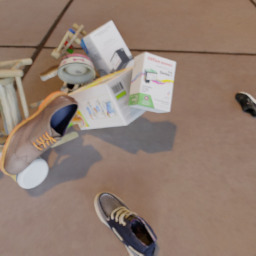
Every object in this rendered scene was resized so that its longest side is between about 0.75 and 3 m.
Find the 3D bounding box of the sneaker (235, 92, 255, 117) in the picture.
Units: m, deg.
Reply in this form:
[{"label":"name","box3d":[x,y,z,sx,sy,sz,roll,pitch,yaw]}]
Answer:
[{"label":"sneaker","box3d":[4.622,-0.916,10.912,0.585,0.506,1.336,-29,50,-20]}]

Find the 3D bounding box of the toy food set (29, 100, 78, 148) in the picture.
[{"label":"toy food set","box3d":[-2.266,-0.268,8.551,1.081,0.314,1.566,-27,83,-26]}]

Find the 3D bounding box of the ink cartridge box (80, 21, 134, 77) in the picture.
[{"label":"ink cartridge box","box3d":[-0.620,-2.536,10.662,1.056,2.522,1.830,-37,21,-12]}]

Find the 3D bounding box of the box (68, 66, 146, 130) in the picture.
[{"label":"box","box3d":[-0.691,-0.929,9.315,1.525,1.374,2.712,-37,19,-35]}]

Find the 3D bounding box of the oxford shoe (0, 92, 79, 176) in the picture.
[{"label":"oxford shoe","box3d":[-2.247,0.184,7.108,0.944,0.923,2.589,26,78,49]}]

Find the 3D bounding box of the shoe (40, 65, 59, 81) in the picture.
[{"label":"shoe","box3d":[-2.642,-1.927,9.722,0.330,0.252,0.943,28,52,35]}]

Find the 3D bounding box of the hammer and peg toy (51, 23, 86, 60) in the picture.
[{"label":"hammer and peg toy","box3d":[-2.158,-3.097,10.314,0.590,1.232,1.675,37,33,-19]}]

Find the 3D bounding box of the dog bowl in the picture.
[{"label":"dog bowl","box3d":[-1.742,-1.999,9.494,1.273,1.273,0.469,-4,67,-4]}]

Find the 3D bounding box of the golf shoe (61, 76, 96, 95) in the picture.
[{"label":"golf shoe","box3d":[-1.948,-1.859,11.199,0.909,1.037,2.355,10,54,14]}]

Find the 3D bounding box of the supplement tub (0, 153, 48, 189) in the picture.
[{"label":"supplement tub","box3d":[-3.171,1.082,8.419,1.342,0.971,0.971,32,52,30]}]

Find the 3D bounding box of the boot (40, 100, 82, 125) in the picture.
[{"label":"boot","box3d":[-2.256,-0.564,9.381,1.364,0.480,0.977,-4,77,-27]}]

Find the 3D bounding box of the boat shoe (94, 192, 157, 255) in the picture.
[{"label":"boat shoe","box3d":[-0.069,2.244,6.937,0.802,0.996,2.148,-29,58,-31]}]

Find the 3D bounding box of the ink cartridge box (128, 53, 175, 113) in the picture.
[{"label":"ink cartridge box","box3d":[0.678,-1.244,7.909,1.065,1.471,0.618,10,-5,-27]}]

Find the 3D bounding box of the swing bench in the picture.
[{"label":"swing bench","box3d":[-3.807,-0.506,7.831,2.432,2.419,1.578,-7,26,-6]}]
